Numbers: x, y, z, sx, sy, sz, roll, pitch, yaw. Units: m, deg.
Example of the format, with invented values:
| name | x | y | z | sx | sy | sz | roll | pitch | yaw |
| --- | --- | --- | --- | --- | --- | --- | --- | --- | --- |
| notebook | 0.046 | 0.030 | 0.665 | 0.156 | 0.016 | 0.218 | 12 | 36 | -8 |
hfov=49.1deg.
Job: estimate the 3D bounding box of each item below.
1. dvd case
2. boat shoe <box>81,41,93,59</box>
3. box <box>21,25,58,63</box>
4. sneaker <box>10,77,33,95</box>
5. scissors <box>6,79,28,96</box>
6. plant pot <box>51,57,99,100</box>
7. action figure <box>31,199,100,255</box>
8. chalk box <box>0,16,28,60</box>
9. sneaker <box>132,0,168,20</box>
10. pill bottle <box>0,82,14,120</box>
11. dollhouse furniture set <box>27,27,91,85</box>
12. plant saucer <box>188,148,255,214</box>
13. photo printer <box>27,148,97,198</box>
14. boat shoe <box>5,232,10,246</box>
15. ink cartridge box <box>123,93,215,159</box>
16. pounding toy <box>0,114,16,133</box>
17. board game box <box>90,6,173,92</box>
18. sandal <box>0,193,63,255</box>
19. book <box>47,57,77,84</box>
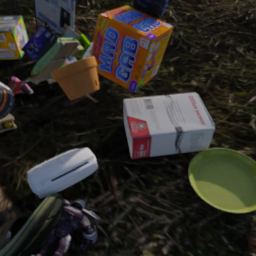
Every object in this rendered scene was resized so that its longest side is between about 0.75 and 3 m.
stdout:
| name | x | y | z | sx | sy | sz | roll | pitch | yaw |
| --- | --- | --- | --- | --- | --- | --- | --- | --- | --- |
| dvd case | -2.708 | -3.988 | 10.205 | 1.922 | 2.694 | 0.236 | 38 | 55 | 16 |
| boat shoe | -1.260 | -3.895 | 13.424 | 0.882 | 1.014 | 2.751 | 22 | 52 | 13 |
| box | -2.698 | -2.554 | 8.692 | 0.714 | 0.399 | 1.012 | 37 | 89 | 11 |
| sneaker | -4.441 | -1.578 | 11.438 | 1.321 | 0.522 | 0.630 | 29 | 73 | 28 |
| scissors | -3.632 | -1.561 | 9.617 | 0.142 | 0.747 | 2.043 | 30 | 49 | 5 |
| plant pot | -1.132 | -1.102 | 6.444 | 1.055 | 0.739 | 1.055 | -21 | 10 | 4 |
| action figure | -1.644 | 2.655 | 6.806 | 1.527 | 0.814 | 2.346 | 11 | 41 | 21 |
| chalk box | -5.859 | -4.534 | 13.734 | 1.436 | 1.429 | 2.309 | -2 | 43 | 0 |
| sneaker | 0.737 | -4.103 | 9.259 | 1.025 | 2.721 | 1.067 | 33 | 86 | -11 |
| pill bottle | -3.812 | -0.861 | 6.920 | 1.122 | 2.112 | 1.122 | 0 | 83 | 4 |
| dollhouse furniture set | -2.300 | -2.339 | 8.413 | 1.162 | 1.516 | 2.315 | 41 | 22 | -2 |
| plant saucer | 2.889 | 1.548 | 8.215 | 2.276 | 0.354 | 2.276 | 0 | 43 | 0 |
| photo printer | -1.796 | 1.160 | 7.515 | 1.746 | 2.099 | 0.729 | -26 | 94 | -22 |
| boat shoe | -3.364 | 3.229 | 6.374 | 0.584 | 0.678 | 1.882 | 41 | 64 | 14 |
| ink cartridge box | 1.249 | -0.112 | 9.384 | 2.623 | 1.087 | 1.925 | -6 | 44 | -6 |
| pounding toy | -4.782 | -0.152 | 9.474 | 1.723 | 0.988 | 0.985 | -18 | 50 | -22 |
| board game box | 0.075 | -2.485 | 8.661 | 1.724 | 1.724 | 1.726 | 30 | 40 | 13 |
| sandal | -2.595 | 2.529 | 6.152 | 0.824 | 1.146 | 2.887 | 38 | 73 | 20 |
| book | -2.953 | -2.672 | 12.309 | 1.590 | 0.382 | 1.062 | -25 | 70 | -25 |
